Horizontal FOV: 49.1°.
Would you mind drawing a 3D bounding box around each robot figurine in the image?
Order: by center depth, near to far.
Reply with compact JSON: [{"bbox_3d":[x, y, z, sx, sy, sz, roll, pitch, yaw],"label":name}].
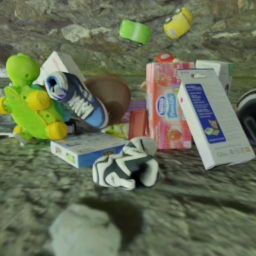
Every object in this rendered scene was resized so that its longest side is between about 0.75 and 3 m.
[{"bbox_3d":[4.512,-0.396,9.492,1.996,1.657,2.656,11,21,18],"label":"robot figurine"}]

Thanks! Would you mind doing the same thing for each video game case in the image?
[{"bbox_3d":[-1.086,0.582,8.218,1.802,0.410,1.634,-10,18,-37],"label":"video game case"},{"bbox_3d":[-1.824,-0.840,10.320,2.327,0.272,2.116,15,-26,6],"label":"video game case"},{"bbox_3d":[-4.082,-0.492,10.636,1.200,0.159,1.680,3,30,12],"label":"video game case"}]

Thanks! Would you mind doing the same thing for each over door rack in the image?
[{"bbox_3d":[-4.262,-0.604,9.984,2.805,0.934,2.073,8,52,29],"label":"over door rack"}]

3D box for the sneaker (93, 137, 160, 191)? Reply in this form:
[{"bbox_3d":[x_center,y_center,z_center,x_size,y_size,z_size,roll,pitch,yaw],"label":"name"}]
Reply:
[{"bbox_3d":[0.354,0.829,6.363,1.334,0.818,2.050,13,19,39],"label":"sneaker"}]

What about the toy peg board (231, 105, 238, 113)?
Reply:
[{"bbox_3d":[3.084,-0.374,9.690,0.562,1.149,1.144,27,12,-2],"label":"toy peg board"}]

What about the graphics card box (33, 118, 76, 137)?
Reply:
[{"bbox_3d":[-2.931,-0.056,10.767,1.714,0.436,1.075,-6,15,-21],"label":"graphics card box"}]

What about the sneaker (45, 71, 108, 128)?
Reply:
[{"bbox_3d":[-1.612,-0.771,8.212,0.838,2.081,1.524,-39,-8,24],"label":"sneaker"}]

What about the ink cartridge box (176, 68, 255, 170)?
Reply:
[{"bbox_3d":[2.261,-0.353,7.692,1.366,2.885,0.535,-6,-22,-24],"label":"ink cartridge box"}]

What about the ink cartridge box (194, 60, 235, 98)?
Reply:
[{"bbox_3d":[3.753,-1.654,12.635,1.141,2.607,1.895,19,21,34],"label":"ink cartridge box"}]

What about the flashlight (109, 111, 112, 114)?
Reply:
[{"bbox_3d":[-0.699,-1.026,12.134,0.687,0.685,2.023,11,-29,-3],"label":"flashlight"}]

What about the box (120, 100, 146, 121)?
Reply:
[{"bbox_3d":[0.884,-0.647,11.496,2.576,0.504,1.763,2,-11,-2],"label":"box"}]

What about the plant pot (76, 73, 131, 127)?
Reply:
[{"bbox_3d":[-0.751,-0.740,9.464,2.041,2.041,0.942,-6,37,-23],"label":"plant pot"}]

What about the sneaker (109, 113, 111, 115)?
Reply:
[{"bbox_3d":[-1.568,-0.858,11.589,2.392,0.949,0.884,24,-23,-13],"label":"sneaker"}]

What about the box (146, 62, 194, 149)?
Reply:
[{"bbox_3d":[1.266,-0.743,8.892,1.236,2.610,1.339,-1,12,-5],"label":"box"}]

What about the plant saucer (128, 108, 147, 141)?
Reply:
[{"bbox_3d":[0.327,-0.076,9.212,0.193,1.051,1.053,7,-4,-25],"label":"plant saucer"}]

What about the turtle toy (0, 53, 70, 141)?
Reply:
[{"bbox_3d":[-2.997,-0.872,9.001,2.162,2.967,1.500,-3,35,31],"label":"turtle toy"}]

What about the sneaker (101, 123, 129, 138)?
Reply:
[{"bbox_3d":[-0.299,0.054,10.057,1.493,0.565,0.784,-6,15,-20],"label":"sneaker"}]

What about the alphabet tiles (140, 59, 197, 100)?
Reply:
[{"bbox_3d":[1.610,-1.680,10.771,2.107,2.155,0.157,12,46,-29],"label":"alphabet tiles"}]

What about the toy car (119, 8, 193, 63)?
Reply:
[{"bbox_3d":[0.994,-3.180,10.123,2.715,2.885,0.643,10,14,-25],"label":"toy car"}]

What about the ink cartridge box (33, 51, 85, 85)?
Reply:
[{"bbox_3d":[-3.283,-1.908,12.809,2.540,1.861,1.051,-40,-15,28],"label":"ink cartridge box"}]
